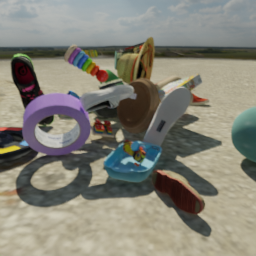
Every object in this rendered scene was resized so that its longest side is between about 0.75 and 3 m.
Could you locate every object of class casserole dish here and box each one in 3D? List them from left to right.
[{"bbox_3d":[0.159,0.900,7.574,1.276,0.409,2.107,7,20,18],"label":"casserole dish"}]

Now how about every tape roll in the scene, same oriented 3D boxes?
[{"bbox_3d":[-2.045,-0.065,8.075,1.870,1.870,0.614,-5,43,-15],"label":"tape roll"},{"bbox_3d":[-0.455,-1.467,11.418,0.470,1.955,1.955,-41,27,-7],"label":"tape roll"}]

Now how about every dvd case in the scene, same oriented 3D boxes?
[{"bbox_3d":[0.159,-3.198,12.396,1.616,0.178,1.180,-23,-21,-15],"label":"dvd case"}]

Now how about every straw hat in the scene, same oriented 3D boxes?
[{"bbox_3d":[0.176,-2.450,11.679,1.203,2.842,2.842,12,20,14],"label":"straw hat"}]

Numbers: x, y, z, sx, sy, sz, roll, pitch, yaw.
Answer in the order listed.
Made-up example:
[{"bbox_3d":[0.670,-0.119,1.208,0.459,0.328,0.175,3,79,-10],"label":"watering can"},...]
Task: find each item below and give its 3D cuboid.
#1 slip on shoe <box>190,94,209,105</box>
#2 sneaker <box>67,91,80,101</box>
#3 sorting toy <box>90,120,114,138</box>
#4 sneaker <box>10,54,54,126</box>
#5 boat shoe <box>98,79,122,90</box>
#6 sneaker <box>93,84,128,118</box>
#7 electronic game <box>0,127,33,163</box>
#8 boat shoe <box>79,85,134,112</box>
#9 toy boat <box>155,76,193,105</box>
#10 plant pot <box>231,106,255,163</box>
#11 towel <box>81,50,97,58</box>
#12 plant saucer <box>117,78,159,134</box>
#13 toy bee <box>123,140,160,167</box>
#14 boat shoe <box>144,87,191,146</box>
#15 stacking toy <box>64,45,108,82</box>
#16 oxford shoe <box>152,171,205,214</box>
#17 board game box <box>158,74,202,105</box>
[{"bbox_3d":[3.417,-1.595,15.128,1.931,0.591,0.715,12,20,30],"label":"slip on shoe"},{"bbox_3d":[-2.346,-1.269,13.323,1.998,1.050,0.757,-11,21,-30],"label":"sneaker"},{"bbox_3d":[-0.905,-0.021,9.859,0.775,0.270,0.770,7,30,-23],"label":"sorting toy"},{"bbox_3d":[-3.835,-1.371,10.867,1.134,2.955,1.238,-24,13,-2],"label":"sneaker"},{"bbox_3d":[-0.563,-1.372,9.179,0.829,0.275,0.310,-18,17,-4],"label":"boat shoe"},{"bbox_3d":[-0.395,-1.377,13.003,2.944,1.167,1.110,-26,36,-32],"label":"sneaker"},{"bbox_3d":[-4.123,0.453,8.723,2.670,0.556,2.670,0,18,0],"label":"electronic game"},{"bbox_3d":[-0.542,-0.806,7.934,1.598,0.548,0.575,-11,-24,-23],"label":"boat shoe"},{"bbox_3d":[1.696,-1.251,12.949,2.525,1.648,1.651,-30,-5,-43],"label":"toy boat"},{"bbox_3d":[3.813,0.186,7.751,1.839,1.839,1.476,-12,11,-34],"label":"plant pot"},{"bbox_3d":[-1.843,-3.029,11.384,1.162,0.105,0.500,0,-17,1],"label":"towel"},{"bbox_3d":[0.253,-0.774,9.598,0.286,1.939,1.939,11,6,-43],"label":"plant saucer"},{"bbox_3d":[0.212,0.694,7.624,0.764,0.635,1.168,30,-14,-20],"label":"toy bee"},{"bbox_3d":[1.157,-0.326,8.507,0.764,2.124,0.698,25,20,-3],"label":"boat shoe"},{"bbox_3d":[-1.476,-2.304,10.360,1.713,0.731,0.731,34,19,-4],"label":"stacking toy"},{"bbox_3d":[1.177,1.298,6.084,0.611,0.576,1.635,-3,18,-27],"label":"oxford shoe"},{"bbox_3d":[1.649,-1.362,10.839,1.531,0.390,2.277,-12,17,48],"label":"board game box"}]
